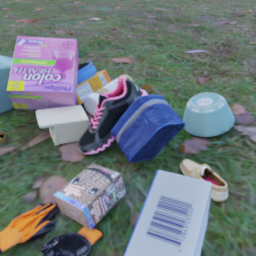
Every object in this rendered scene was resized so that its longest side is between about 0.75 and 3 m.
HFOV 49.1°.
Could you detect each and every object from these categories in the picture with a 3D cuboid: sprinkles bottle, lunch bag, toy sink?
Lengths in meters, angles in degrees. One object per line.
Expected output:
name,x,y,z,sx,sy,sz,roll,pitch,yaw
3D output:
sprinkles bottle,-0.723,-1.394,11.529,0.847,0.847,2.482,21,40,27
lunch bag,0.472,0.013,8.381,1.377,2.027,1.341,-2,51,-49
toy sink,-2.250,-0.063,9.598,1.600,0.897,1.043,-9,35,-21

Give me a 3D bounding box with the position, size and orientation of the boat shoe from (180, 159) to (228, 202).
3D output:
boat shoe,2.140,1.316,7.868,0.618,0.580,1.677,-21,40,-28

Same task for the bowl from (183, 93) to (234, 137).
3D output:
bowl,2.800,-0.605,9.977,1.835,0.960,1.835,-11,33,7

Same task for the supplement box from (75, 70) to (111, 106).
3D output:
supplement box,-1.697,-1.668,11.846,0.764,0.790,2.296,-11,20,42

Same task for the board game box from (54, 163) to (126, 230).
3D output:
board game box,-0.929,1.658,7.047,1.095,0.665,1.374,12,38,38

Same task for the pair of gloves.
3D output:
pair of gloves,-1.809,2.495,6.327,2.027,0.251,1.806,23,32,27

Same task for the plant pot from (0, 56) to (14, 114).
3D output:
plant pot,-5.067,-1.910,11.456,1.992,1.956,1.951,-23,41,-37

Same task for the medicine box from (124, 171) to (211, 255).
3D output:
medicine box,0.783,2.084,5.043,1.002,1.947,1.773,12,51,21

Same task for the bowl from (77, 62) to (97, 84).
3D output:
bowl,-2.609,-2.217,12.232,2.489,0.488,2.489,-18,22,8

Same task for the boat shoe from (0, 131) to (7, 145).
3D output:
boat shoe,-4.316,0.281,9.648,0.272,0.257,0.757,-18,38,-24

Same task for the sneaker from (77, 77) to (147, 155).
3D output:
sneaker,-0.706,-0.452,8.869,2.864,1.366,1.132,-48,42,-5

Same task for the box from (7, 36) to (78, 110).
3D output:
box,-2.992,-1.990,10.234,2.169,1.192,2.466,1,63,-6
